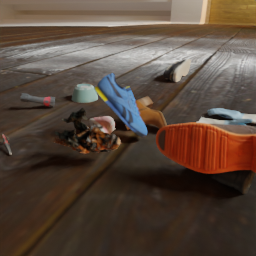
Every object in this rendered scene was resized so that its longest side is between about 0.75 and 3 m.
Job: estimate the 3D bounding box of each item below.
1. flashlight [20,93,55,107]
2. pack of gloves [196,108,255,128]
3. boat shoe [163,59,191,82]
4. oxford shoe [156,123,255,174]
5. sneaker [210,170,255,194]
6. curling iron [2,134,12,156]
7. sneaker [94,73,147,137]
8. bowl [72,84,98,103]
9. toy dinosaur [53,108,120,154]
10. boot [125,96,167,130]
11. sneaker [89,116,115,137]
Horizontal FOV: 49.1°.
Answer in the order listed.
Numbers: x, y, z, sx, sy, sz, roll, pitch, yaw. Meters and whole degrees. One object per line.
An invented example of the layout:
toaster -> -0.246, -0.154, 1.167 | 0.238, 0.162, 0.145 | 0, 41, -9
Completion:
flashlight -> -2.817, -0.886, 8.793 | 1.013, 0.343, 0.344 | 9, 54, -13
pack of gloves -> 2.882, -0.297, 7.629 | 1.717, 0.339, 1.443 | 13, 30, 28
boat shoe -> 2.193, -2.571, 12.309 | 0.625, 0.765, 2.071 | 17, 38, 24
oxford shoe -> 1.682, 0.312, 4.937 | 2.350, 0.838, 0.857 | 9, 15, 15
sneaker -> 2.132, 0.553, 5.526 | 0.789, 0.660, 1.738 | 15, 28, 25
curling iron -> -2.766, 0.377, 6.429 | 0.097, 0.189, 0.761 | -44, 46, -1
sneaker -> -0.014, -0.528, 6.608 | 0.669, 1.706, 0.562 | -41, 9, 6
bowl -> -1.505, -1.235, 9.664 | 0.909, 0.476, 0.909 | 0, 24, 0
toy dinosaur -> -0.915, 0.255, 5.660 | 1.473, 1.000, 0.752 | -21, 45, 14
boot -> 0.391, -0.207, 7.339 | 0.949, 0.469, 1.222 | -29, 69, -10
sneaker -> -0.541, -0.001, 7.009 | 0.597, 0.430, 1.141 | -11, 26, -19
